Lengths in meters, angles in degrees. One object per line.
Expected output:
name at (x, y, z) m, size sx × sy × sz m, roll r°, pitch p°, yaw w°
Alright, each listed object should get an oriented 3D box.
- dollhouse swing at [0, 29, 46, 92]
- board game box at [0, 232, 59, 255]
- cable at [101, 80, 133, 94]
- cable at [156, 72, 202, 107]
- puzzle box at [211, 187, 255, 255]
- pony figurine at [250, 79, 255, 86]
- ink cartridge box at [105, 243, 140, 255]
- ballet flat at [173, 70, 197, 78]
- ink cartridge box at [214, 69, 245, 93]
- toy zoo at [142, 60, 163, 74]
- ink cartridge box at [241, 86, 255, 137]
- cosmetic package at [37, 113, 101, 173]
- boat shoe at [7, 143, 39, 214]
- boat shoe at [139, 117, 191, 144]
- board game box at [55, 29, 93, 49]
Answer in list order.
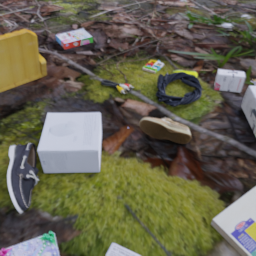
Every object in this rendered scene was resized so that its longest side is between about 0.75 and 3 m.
dollhouse swing at (-5.325, -3.107, 11.881) m, size 2.893 × 2.544 × 2.629 m, roll -28°, pitch 50°, yaw -26°
board game box at (-2.345, 3.317, 6.586) m, size 1.465 × 0.190 × 1.465 m, roll -15°, pitch 45°, yaw -16°
cable at (-0.452, -1.891, 12.115) m, size 1.613 × 0.406 × 0.783 m, roll 33°, pitch 51°, yaw 30°
cable at (2.138, -1.566, 11.740) m, size 1.910 × 0.595 × 2.341 m, roll 8°, pitch 41°, yaw 1°
puzzle box at (3.464, 2.468, 7.448) m, size 2.146 × 0.273 × 1.428 m, roll -25°, pitch 48°, yaw -24°
pony figurine at (5.721, -1.693, 11.739) m, size 0.987 × 0.851 × 1.022 m, roll -5°, pitch 57°, yaw 8°
ink cartridge box at (-0.150, 3.857, 5.398) m, size 1.748 × 0.978 × 2.562 m, roll 18°, pitch 44°, yaw 18°
ballet flat at (2.582, -2.386, 12.718) m, size 1.133 × 0.379 × 0.380 m, roll 3°, pitch 57°, yaw 1°
ink cartridge box at (4.310, -1.998, 11.932) m, size 1.110 × 0.808 × 0.471 m, roll 9°, pitch 43°, yaw 10°
toy zoo at (1.243, -2.995, 13.544) m, size 0.698 × 0.109 × 1.065 m, roll 22°, pitch 47°, yaw 23°
ink cartridge box at (5.418, -0.342, 9.910) m, size 1.908 × 1.111 × 2.620 m, roll 0°, pitch 44°, yaw 0°
cosmetic package at (-1.768, 0.452, 9.037) m, size 1.779 × 1.094 × 1.773 m, roll -1°, pitch 42°, yaw -1°
boat shoe at (-3.022, 1.347, 8.254) m, size 0.762 × 0.933 × 2.526 m, roll -16°, pitch 36°, yaw -10°
boat shoe at (1.257, 0.005, 9.591) m, size 1.878 × 0.669 × 0.606 m, roll 19°, pitch 43°, yaw -14°
board game box at (-2.984, -4.932, 15.489) m, size 1.672 × 0.337 × 1.279 m, roll -22°, pitch 47°, yaw -22°
